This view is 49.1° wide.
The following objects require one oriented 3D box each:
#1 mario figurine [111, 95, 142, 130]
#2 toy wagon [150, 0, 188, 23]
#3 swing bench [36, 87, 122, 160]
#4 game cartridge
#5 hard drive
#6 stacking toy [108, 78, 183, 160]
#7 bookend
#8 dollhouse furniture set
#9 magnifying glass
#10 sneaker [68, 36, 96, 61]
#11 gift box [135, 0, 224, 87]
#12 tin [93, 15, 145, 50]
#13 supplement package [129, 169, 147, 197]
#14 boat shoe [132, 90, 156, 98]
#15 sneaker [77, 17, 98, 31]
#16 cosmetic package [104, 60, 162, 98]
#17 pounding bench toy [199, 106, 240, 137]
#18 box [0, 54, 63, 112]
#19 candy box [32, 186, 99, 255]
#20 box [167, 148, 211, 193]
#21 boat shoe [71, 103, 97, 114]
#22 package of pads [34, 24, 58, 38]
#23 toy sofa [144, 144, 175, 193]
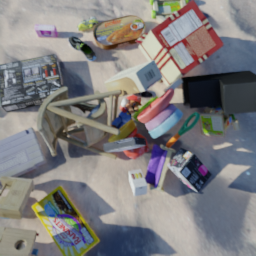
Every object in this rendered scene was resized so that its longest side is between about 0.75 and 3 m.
[{"bbox_3d":[0.009,-0.502,10.766,0.901,1.049,1.700,32,88,7],"label":"mario figurine"},{"bbox_3d":[1.959,-5.950,13.311,1.830,0.467,2.359,-4,70,-2],"label":"toy wagon"},{"bbox_3d":[-1.613,-0.107,9.934,2.626,2.612,1.703,3,66,-4],"label":"swing bench"},{"bbox_3d":[-4.574,1.174,10.783,2.477,0.475,1.605,-24,76,-8],"label":"game cartridge"},{"bbox_3d":[-0.064,0.552,9.020,1.045,1.496,0.283,-14,82,14],"label":"hard drive"},{"bbox_3d":[1.001,-0.242,10.105,1.263,2.989,2.706,49,47,-6],"label":"stacking toy"},{"bbox_3d":[3.309,-1.162,10.085,2.621,2.637,1.215,-4,109,11],"label":"bookend"},{"bbox_3d":[-3.696,3.467,9.468,1.990,2.002,2.840,6,41,2],"label":"dollhouse furniture set"},{"bbox_3d":[1.897,0.097,9.803,0.184,0.653,1.640,33,115,-11],"label":"magnifying glass"},{"bbox_3d":[-2.004,-3.589,12.361,1.545,0.640,0.548,42,74,13],"label":"sneaker"},{"bbox_3d":[1.750,-3.137,10.995,2.554,2.385,2.357,-32,94,-7],"label":"gift box"},{"bbox_3d":[-0.396,-4.340,12.740,2.405,0.504,1.347,-15,75,-5],"label":"tin"},{"bbox_3d":[0.335,1.950,10.025,0.480,0.462,0.844,-8,36,-12],"label":"supplement package"},{"bbox_3d":[0.515,-1.247,9.998,0.972,0.346,0.339,12,103,26],"label":"boat shoe"},{"bbox_3d":[-1.863,-4.743,12.909,1.070,0.404,0.409,-32,73,-9],"label":"sneaker"},{"bbox_3d":[0.130,-1.595,9.420,0.981,1.864,0.663,-40,110,-29],"label":"cosmetic package"},{"bbox_3d":[3.608,-0.345,10.555,1.480,0.919,1.154,6,34,39],"label":"pounding bench toy"},{"bbox_3d":[-4.070,-1.908,11.758,2.531,0.630,1.996,-13,71,-5],"label":"box"},{"bbox_3d":[-2.254,3.431,10.009,1.260,0.326,2.465,-38,74,-10],"label":"candy box"},{"bbox_3d":[2.022,1.407,9.309,0.821,0.713,1.243,-49,118,-10],"label":"box"},{"bbox_3d":[-1.590,-0.709,10.233,1.050,0.388,0.388,8,83,-14],"label":"boat shoe"},{"bbox_3d":[-3.713,-4.381,12.685,0.943,0.568,0.357,3,71,2],"label":"package of pads"},{"bbox_3d":[1.100,1.432,10.138,0.796,0.675,1.630,16,92,1],"label":"toy sofa"}]
